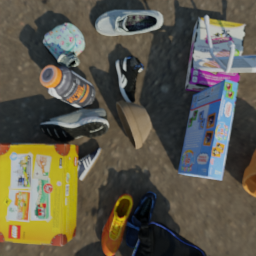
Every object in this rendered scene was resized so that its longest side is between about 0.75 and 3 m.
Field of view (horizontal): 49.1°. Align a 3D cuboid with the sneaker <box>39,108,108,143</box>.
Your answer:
[{"bbox_3d":[-1.661,-0.134,8.687,2.206,0.815,0.875,-6,47,8],"label":"sneaker"}]

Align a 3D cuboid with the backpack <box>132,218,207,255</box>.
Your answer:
[{"bbox_3d":[0.933,3.757,7.478,2.068,1.593,1.969,25,77,29],"label":"backpack"}]

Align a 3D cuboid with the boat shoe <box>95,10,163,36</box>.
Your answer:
[{"bbox_3d":[-0.051,-3.354,8.873,2.245,0.800,0.783,0,112,15],"label":"boat shoe"}]

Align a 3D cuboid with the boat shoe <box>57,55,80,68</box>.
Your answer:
[{"bbox_3d":[-1.720,-1.956,8.489,0.350,1.134,0.413,38,105,6],"label":"boat shoe"}]

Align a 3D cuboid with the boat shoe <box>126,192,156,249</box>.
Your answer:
[{"bbox_3d":[0.298,2.686,8.212,0.720,0.587,1.711,15,85,10],"label":"boat shoe"}]

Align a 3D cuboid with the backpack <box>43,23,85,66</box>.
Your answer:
[{"bbox_3d":[-2.028,-2.758,9.036,1.186,0.893,1.053,-38,83,-11],"label":"backpack"}]

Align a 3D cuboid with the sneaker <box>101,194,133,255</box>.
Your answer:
[{"bbox_3d":[-0.368,2.802,8.170,0.668,0.706,1.829,16,81,6],"label":"sneaker"}]

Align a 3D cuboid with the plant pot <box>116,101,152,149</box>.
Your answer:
[{"bbox_3d":[0.236,-0.182,8.269,0.692,1.499,1.499,-23,81,-7],"label":"plant pot"}]

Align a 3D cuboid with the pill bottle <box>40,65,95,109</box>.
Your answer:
[{"bbox_3d":[-1.767,-1.211,8.180,0.902,1.699,0.902,-7,74,26],"label":"pill bottle"}]

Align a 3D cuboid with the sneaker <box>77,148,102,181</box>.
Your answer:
[{"bbox_3d":[-1.336,0.991,8.626,0.625,0.404,1.153,33,85,3],"label":"sneaker"}]

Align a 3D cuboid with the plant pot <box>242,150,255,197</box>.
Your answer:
[{"bbox_3d":[4.323,1.143,7.923,1.927,1.927,1.349,19,60,3],"label":"plant pot"}]

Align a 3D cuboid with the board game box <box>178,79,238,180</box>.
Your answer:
[{"bbox_3d":[2.197,0.121,7.970,0.469,1.941,2.566,15,81,-10],"label":"board game box"}]

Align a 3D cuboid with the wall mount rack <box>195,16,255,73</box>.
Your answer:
[{"bbox_3d":[3.293,-2.391,7.964,2.871,2.494,1.070,-2,125,-2],"label":"wall mount rack"}]

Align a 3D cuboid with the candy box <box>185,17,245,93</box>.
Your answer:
[{"bbox_3d":[2.788,-2.257,9.004,1.552,0.694,2.276,9,80,2],"label":"candy box"}]

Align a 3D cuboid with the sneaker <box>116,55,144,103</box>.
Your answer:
[{"bbox_3d":[0.158,-1.576,8.813,0.856,0.559,1.531,-20,79,26],"label":"sneaker"}]

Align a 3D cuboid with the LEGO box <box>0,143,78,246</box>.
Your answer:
[{"bbox_3d":[-2.558,1.793,7.949,2.008,1.041,2.697,0,84,10],"label":"LEGO box"}]
